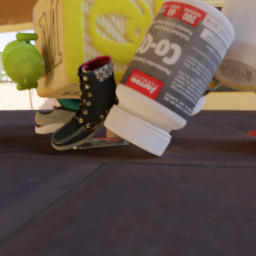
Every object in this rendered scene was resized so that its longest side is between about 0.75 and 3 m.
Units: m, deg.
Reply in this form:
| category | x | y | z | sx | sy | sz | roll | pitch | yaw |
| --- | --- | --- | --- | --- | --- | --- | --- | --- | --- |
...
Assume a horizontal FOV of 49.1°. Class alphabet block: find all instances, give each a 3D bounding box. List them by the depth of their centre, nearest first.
| category | x | y | z | sx | sy | sz | roll | pitch | yaw |
| --- | --- | --- | --- | --- | --- | --- | --- | --- | --- |
| alphabet block | -0.865 | -2.208 | 7.366 | 2.676 | 2.690 | 2.739 | -4 | 1 | -30 |

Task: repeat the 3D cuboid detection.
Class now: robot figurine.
| category | x | y | z | sx | sy | sz | roll | pitch | yaw |
| --- | --- | --- | --- | --- | --- | --- | --- | --- | --- |
| robot figurine | -2.406 | -1.508 | 6.392 | 0.876 | 1.328 | 1.514 | -1 | 26 | -26 |

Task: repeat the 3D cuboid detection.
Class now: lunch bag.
| category | x | y | z | sx | sy | sz | roll | pitch | yaw |
| --- | --- | --- | --- | --- | --- | --- | --- | --- | --- |
| lunch bag | 1.631 | -1.273 | 7.398 | 1.542 | 0.980 | 1.307 | -3 | 4 | -20 |

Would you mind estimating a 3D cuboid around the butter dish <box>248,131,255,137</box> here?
| category | x | y | z | sx | sy | sz | roll | pitch | yaw |
| --- | --- | --- | --- | --- | --- | --- | --- | --- | --- |
| butter dish | 4.182 | -0.751 | 5.963 | 2.818 | 2.089 | 2.826 | -9 | 0 | 10 |

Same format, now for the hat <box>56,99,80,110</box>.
| category | x | y | z | sx | sy | sz | roll | pitch | yaw |
| --- | --- | --- | --- | --- | --- | --- | --- | --- | --- |
| hat | -2.060 | -1.658 | 11.702 | 2.679 | 2.219 | 2.358 | -33 | 12 | -7 |

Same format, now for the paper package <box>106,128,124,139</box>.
| category | x | y | z | sx | sy | sz | roll | pitch | yaw |
| --- | --- | --- | --- | --- | --- | --- | --- | --- | --- |
| paper package | -0.099 | 0.117 | 7.656 | 0.825 | 0.427 | 0.786 | -3 | 6 | -25 |

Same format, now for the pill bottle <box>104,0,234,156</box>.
| category | x | y | z | sx | sy | sz | roll | pitch | yaw |
| --- | --- | --- | --- | --- | --- | --- | --- | --- | --- |
| pill bottle | 0.704 | -0.907 | 5.322 | 1.499 | 2.633 | 1.499 | 29 | 3 | -1 |

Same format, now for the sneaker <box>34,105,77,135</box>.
| category | x | y | z | sx | sy | sz | roll | pitch | yaw |
| --- | --- | --- | --- | --- | --- | --- | --- | --- | --- |
| sneaker | -1.746 | -0.338 | 8.086 | 1.917 | 0.760 | 0.708 | -12 | 11 | -15 |

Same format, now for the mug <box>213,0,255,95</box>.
| category | x | y | z | sx | sy | sz | roll | pitch | yaw |
| --- | --- | --- | --- | --- | --- | --- | --- | --- | --- |
| mug | 3.065 | -1.887 | 6.291 | 2.660 | 2.183 | 2.130 | 33 | -12 | -13 |

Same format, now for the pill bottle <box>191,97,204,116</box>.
| category | x | y | z | sx | sy | sz | roll | pitch | yaw |
| --- | --- | --- | --- | --- | --- | --- | --- | --- | --- |
| pill bottle | 1.649 | -1.025 | 10.804 | 1.436 | 1.436 | 2.558 | -2 | -4 | -20 |

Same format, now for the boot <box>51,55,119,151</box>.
| category | x | y | z | sx | sy | sz | roll | pitch | yaw |
| --- | --- | --- | --- | --- | --- | --- | --- | --- | --- |
| boot | -0.870 | -0.494 | 5.423 | 1.782 | 1.346 | 0.643 | -35 | 48 | -23 |

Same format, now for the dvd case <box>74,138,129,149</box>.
| category | x | y | z | sx | sy | sz | roll | pitch | yaw |
| --- | --- | --- | --- | --- | --- | --- | --- | --- | --- |
| dvd case | -0.767 | 0.348 | 6.615 | 1.290 | 0.142 | 0.942 | -2 | 2 | -29 |
